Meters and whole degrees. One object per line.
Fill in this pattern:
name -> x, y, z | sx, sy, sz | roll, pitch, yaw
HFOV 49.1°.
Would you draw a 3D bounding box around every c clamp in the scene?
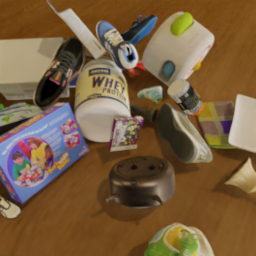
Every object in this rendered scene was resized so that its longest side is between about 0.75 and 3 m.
c clamp -> -1.741, -2.641, 12.638 | 2.575, 0.349, 2.200 | 22, 67, 24

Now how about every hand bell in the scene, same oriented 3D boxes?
hand bell -> 4.045, 1.998, 8.337 | 2.099, 1.093, 1.093 | 44, 60, 15

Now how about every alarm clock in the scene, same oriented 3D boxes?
alarm clock -> 0.460, 1.382, 8.423 | 1.899, 0.937, 2.815 | -1, 15, 14

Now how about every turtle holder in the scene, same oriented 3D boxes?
turtle holder -> 1.007, 2.736, 6.255 | 1.237, 1.628, 1.156 | 14, 57, 32

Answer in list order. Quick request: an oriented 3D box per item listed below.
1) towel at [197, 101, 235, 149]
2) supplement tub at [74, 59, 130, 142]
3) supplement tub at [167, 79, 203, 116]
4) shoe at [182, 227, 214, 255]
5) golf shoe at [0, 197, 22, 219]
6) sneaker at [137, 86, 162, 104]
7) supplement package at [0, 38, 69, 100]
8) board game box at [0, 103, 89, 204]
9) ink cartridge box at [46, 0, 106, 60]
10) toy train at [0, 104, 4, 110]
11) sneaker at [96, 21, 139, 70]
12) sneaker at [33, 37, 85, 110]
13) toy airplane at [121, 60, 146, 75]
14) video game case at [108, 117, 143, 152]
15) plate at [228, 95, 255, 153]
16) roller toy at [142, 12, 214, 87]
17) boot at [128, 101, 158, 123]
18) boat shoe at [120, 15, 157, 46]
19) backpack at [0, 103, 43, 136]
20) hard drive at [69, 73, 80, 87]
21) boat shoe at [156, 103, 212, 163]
towel -> 3.552, -0.188, 10.696 | 1.672, 0.265, 2.329 | 0, 48, -3
supplement tub -> -0.970, -1.069, 10.339 | 1.973, 1.973, 2.722 | -3, 48, -3
supplement tub -> 2.034, -1.036, 9.806 | 0.790, 1.289, 0.790 | -31, 34, 24
shoe -> 1.799, 3.747, 6.796 | 1.001, 0.764, 2.864 | 0, 48, 0
golf shoe -> -3.686, 2.329, 8.292 | 1.102, 0.485, 0.425 | 19, 49, 15
sneaker -> 0.831, -1.158, 10.625 | 0.979, 0.390, 0.639 | -16, 72, 19
supplement package -> -3.842, -2.404, 11.485 | 2.606, 1.445, 2.029 | -3, 71, -3
board game box -> -2.663, 0.653, 8.603 | 0.618, 1.857, 2.762 | 4, 32, 42
ink cartridge box -> -1.904, -3.781, 10.747 | 0.520, 2.560, 2.555 | -41, 17, 4
toy train -> -6.092, -0.248, 10.582 | 2.905, 0.606, 0.819 | -17, 40, -15
sneaker -> -0.315, -2.935, 9.665 | 0.784, 1.945, 1.424 | -33, 14, -16
sneaker -> -2.399, -1.873, 9.951 | 1.157, 2.880, 1.243 | 26, 2, -16
toy airplane -> 0.045, -2.897, 12.896 | 1.965, 0.361, 1.965 | 9, 40, -8
video game case -> -0.086, 0.197, 9.125 | 1.036, 1.143, 0.205 | -4, 29, -33
plate -> 5.012, 0.122, 10.054 | 2.654, 0.429, 2.649 | 18, 51, 10
roller toy -> 2.114, -3.094, 11.581 | 2.045, 2.670, 2.927 | 40, 19, 8
boot -> 0.509, -0.701, 10.615 | 1.196, 1.087, 0.434 | 36, 71, 13
boat shoe -> 0.576, -5.362, 14.797 | 0.917, 1.125, 2.672 | 36, 54, 11
backpack -> -3.719, 0.243, 9.184 | 2.643, 2.156, 2.032 | -22, 38, -26
hard drive -> -3.036, -2.353, 12.394 | 1.820, 0.231, 1.201 | -2, 71, 1
boat shoe -> 1.852, 0.151, 9.821 | 0.955, 1.097, 2.978 | 12, 27, -27
